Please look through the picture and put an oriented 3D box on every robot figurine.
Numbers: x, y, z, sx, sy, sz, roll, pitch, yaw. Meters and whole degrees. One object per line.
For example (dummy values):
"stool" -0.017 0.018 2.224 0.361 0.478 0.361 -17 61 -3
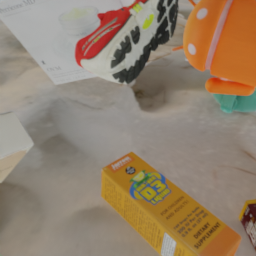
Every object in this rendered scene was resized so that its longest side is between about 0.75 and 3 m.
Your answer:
"robot figurine" 2.416 -1.749 5.740 2.936 2.112 1.712 21 72 15

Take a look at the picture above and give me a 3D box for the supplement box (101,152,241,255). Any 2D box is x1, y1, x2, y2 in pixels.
"supplement box" 0.653 1.697 5.590 0.958 0.990 2.879 -29 45 -33

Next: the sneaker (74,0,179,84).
"sneaker" 0.049 -1.614 4.204 0.993 0.900 2.338 20 53 26

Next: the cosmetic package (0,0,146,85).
"cosmetic package" -1.135 -2.592 6.528 2.600 2.608 1.603 -8 55 18

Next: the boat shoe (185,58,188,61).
"boat shoe" 2.714 -2.989 11.657 0.804 0.285 0.290 -20 44 -22

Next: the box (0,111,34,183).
"box" -2.128 0.446 4.199 0.739 1.556 0.605 -26 80 -48

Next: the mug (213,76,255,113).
"mug" 3.781 -1.473 9.018 1.806 1.359 2.198 2 40 3

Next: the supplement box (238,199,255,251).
"supplement box" 2.892 1.952 5.532 0.939 0.632 0.952 -6 40 -7
